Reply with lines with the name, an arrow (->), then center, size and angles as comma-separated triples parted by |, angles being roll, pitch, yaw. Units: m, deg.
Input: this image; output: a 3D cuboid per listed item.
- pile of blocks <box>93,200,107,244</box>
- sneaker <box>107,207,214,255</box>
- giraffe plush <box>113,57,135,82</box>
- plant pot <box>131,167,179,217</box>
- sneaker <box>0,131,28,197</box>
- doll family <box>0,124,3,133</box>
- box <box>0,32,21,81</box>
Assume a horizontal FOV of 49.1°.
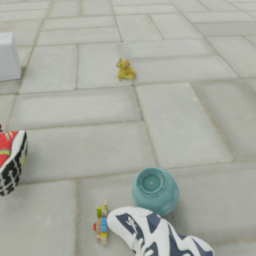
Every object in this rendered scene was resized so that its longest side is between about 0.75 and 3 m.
pile of blocks -> -0.704, 2.306, 6.939 | 0.351, 0.463, 1.129 | -2, 41, -2
sneaker -> 0.414, 2.801, 5.907 | 2.520, 1.006, 1.640 | 26, 37, 14
giraffe plush -> -0.200, -2.679, 12.516 | 1.063, 0.862, 0.917 | -17, 43, -19
plant pot -> 0.617, 1.472, 6.918 | 1.227, 0.822, 1.227 | -7, 55, 10
sneaker -> -3.608, 0.980, 7.955 | 1.070, 0.971, 2.521 | 1, 32, -5
doll family -> -4.868, 0.222, 9.252 | 1.791, 0.703, 1.035 | 6, 45, 12
box -> -5.778, -3.120, 12.392 | 1.688, 1.697, 1.454 | -10, 38, -12
